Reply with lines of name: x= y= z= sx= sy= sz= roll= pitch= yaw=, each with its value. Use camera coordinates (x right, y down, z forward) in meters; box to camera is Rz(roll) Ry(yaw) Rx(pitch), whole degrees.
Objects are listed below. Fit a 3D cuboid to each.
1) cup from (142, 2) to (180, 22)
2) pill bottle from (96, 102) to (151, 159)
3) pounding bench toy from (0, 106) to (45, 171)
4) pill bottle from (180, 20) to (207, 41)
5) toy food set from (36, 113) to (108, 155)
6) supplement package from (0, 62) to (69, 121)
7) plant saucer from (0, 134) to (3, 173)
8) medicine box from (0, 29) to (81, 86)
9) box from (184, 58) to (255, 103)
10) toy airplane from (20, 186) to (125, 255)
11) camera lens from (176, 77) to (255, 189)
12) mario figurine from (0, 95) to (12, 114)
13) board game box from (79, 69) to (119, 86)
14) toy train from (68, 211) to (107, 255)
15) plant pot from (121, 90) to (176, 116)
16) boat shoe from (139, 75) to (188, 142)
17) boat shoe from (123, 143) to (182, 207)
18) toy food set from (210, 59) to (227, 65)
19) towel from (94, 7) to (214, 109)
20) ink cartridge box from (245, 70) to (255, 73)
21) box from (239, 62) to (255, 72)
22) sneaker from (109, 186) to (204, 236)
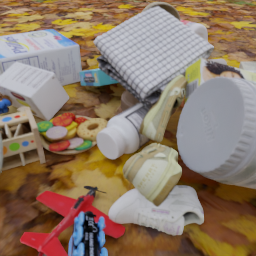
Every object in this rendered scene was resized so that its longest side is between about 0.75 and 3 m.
cup: x=1.199 y=-4.430 z=11.529 sx=1.691 sy=1.691 sz=1.209 roll=-2 pitch=41 yaw=-3
pill bottle: x=0.101 y=0.033 z=7.433 sx=1.049 sy=1.049 sz=1.895 roll=27 pitch=43 yaw=33
pounding bench toy: x=-3.096 y=0.179 z=7.187 sx=1.381 sy=1.100 sz=1.770 roll=-16 pitch=38 yaw=-21
pill bottle: x=2.018 y=-4.257 z=13.116 sx=1.682 sy=1.682 sz=2.997 roll=-28 pitch=44 yaw=-34
toy food set: x=-1.595 y=0.113 z=7.851 sx=1.845 sy=0.449 sz=1.826 roll=25 pitch=42 yaw=31
supplement package: x=-3.043 y=-1.181 z=8.820 sx=1.955 sy=1.112 sz=1.071 roll=20 pitch=61 yaw=33
plant saucer: x=-3.676 y=0.455 z=5.896 sx=2.723 sy=2.723 sz=0.683 roll=9 pitch=4 yaw=13
medicine box: x=-3.682 y=-2.631 z=10.891 sx=2.894 sy=1.490 sz=2.636 roll=-19 pitch=39 yaw=-28
box: x=2.802 y=-0.869 z=7.051 sx=2.796 sy=1.052 sz=0.701 roll=8 pitch=-13 yaw=-21
toy airplane: x=-1.190 y=1.804 z=5.458 sx=2.087 sy=0.384 sz=2.087 roll=1 pitch=35 yaw=-1
camera lens: x=2.585 y=0.203 z=5.734 sx=2.565 sy=2.051 sz=2.051 roll=14 pitch=29 yaw=-24
mario figurine: x=-4.163 y=-0.598 z=8.243 sx=0.776 sy=0.904 sz=1.465 roll=7 pitch=23 yaw=16
board game box: x=-0.376 y=-1.956 z=10.149 sx=2.301 sy=0.540 sz=1.737 roll=-15 pitch=15 yaw=-26
toy train: x=-0.726 y=2.026 z=4.716 sx=0.577 sy=0.761 sz=1.331 roll=20 pitch=20 yaw=-17
plant pot: x=0.670 y=-1.375 z=9.002 sx=1.852 sy=1.615 sz=1.852 roll=-1 pitch=34 yaw=1
boat shoe: x=0.937 y=-0.461 z=6.379 sx=0.573 sy=0.664 sz=1.821 roll=29 pitch=61 yaw=17
boat shoe: x=0.369 y=0.671 z=5.184 sx=0.798 sy=0.925 sz=2.537 roll=34 pitch=7 yaw=1
toy food set: x=2.275 y=-2.152 z=10.200 sx=1.310 sy=1.390 sz=2.912 roll=-13 pitch=38 yaw=-26
towel: x=0.677 y=-1.924 z=7.692 sx=2.644 sy=1.131 sz=2.189 roll=-38 pitch=74 yaw=-23
ink cartridge box: x=4.596 y=-1.235 z=9.469 sx=1.944 sy=0.823 sz=1.405 roll=11 pitch=37 yaw=17
box: x=4.785 y=-2.157 z=11.040 sx=0.662 sy=0.564 sz=1.035 roll=6 pitch=35 yaw=9
sneaker: x=0.575 y=1.629 z=5.433 sx=1.879 sy=0.703 sz=0.936 roll=-7 pitch=35 yaw=-9
